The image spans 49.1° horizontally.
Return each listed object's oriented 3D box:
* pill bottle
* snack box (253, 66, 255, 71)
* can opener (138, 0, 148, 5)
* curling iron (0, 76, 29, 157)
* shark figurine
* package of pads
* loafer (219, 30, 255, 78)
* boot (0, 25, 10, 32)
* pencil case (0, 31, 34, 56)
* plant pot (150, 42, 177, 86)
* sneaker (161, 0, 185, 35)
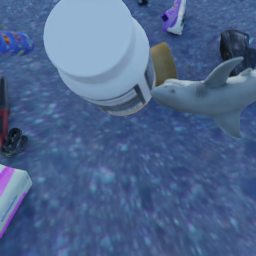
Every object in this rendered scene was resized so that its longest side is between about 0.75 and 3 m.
[{"bbox_3d":[-0.279,-0.932,4.100,1.264,2.172,1.264,-1,83,9],"label":"pill bottle"},{"bbox_3d":[4.272,-2.002,8.939,0.636,0.255,0.755,-24,56,-19],"label":"snack box"},{"bbox_3d":[0.648,-5.561,11.815,0.444,0.358,1.128,2,51,3],"label":"can opener"},{"bbox_3d":[-3.221,-0.389,7.540,0.713,0.368,2.877,-16,53,-16],"label":"curling iron"},{"bbox_3d":[1.539,-0.367,3.599,2.230,1.332,0.931,-14,76,18],"label":"shark figurine"},{"bbox_3d":[-3.267,1.437,5.834,1.955,0.667,1.511,12,50,11],"label":"package of pads"},{"bbox_3d":[3.457,-2.078,8.489,1.049,1.015,2.989,-1,46,11],"label":"loafer"},{"bbox_3d":[-4.950,-3.108,9.765,1.294,0.516,1.423,30,63,25],"label":"boot"},{"bbox_3d":[-2.906,-2.025,6.840,0.574,0.638,1.470,50,19,-5],"label":"pencil case"},{"bbox_3d":[0.598,-1.709,8.213,1.326,1.236,1.236,-18,52,1],"label":"plant pot"},{"bbox_3d":[1.703,-4.325,10.528,0.865,0.836,2.073,7,51,13],"label":"sneaker"}]
